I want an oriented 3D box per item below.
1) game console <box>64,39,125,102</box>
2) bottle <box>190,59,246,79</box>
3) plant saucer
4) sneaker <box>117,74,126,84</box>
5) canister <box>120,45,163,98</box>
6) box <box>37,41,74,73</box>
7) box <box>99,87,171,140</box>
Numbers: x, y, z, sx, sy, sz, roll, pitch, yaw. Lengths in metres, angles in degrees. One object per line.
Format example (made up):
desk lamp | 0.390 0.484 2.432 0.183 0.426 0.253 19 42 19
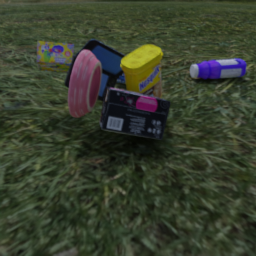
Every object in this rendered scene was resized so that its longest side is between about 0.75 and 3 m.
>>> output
game console | -0.919 -1.799 9.337 1.852 1.581 1.096 19 -2 -35
bottle | 4.401 -2.884 13.834 2.635 0.860 1.100 -7 23 -10
plant saucer | -1.237 -1.282 8.475 0.517 2.041 2.041 12 31 5
sneaker | -0.073 -2.361 13.075 0.968 0.951 2.512 -29 33 -23
canister | 0.532 -1.640 9.517 1.406 1.894 0.820 -38 53 -24
box | -2.577 -2.493 10.005 1.212 0.739 1.168 2 -3 -13
box | 0.155 -0.456 8.667 1.900 1.255 1.090 10 11 -11
